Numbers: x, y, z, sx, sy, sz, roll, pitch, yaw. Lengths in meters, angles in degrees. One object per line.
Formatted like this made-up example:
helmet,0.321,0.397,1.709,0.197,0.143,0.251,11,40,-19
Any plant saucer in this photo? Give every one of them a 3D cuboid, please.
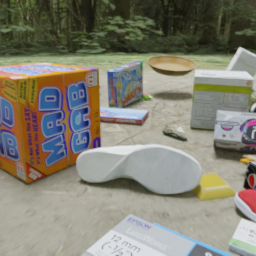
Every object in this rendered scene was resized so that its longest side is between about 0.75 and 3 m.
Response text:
plant saucer,1.837,1.277,6.349,0.869,0.211,0.869,-5,19,-13
plant saucer,2.415,-3.436,15.684,2.765,0.490,2.765,2,31,-1

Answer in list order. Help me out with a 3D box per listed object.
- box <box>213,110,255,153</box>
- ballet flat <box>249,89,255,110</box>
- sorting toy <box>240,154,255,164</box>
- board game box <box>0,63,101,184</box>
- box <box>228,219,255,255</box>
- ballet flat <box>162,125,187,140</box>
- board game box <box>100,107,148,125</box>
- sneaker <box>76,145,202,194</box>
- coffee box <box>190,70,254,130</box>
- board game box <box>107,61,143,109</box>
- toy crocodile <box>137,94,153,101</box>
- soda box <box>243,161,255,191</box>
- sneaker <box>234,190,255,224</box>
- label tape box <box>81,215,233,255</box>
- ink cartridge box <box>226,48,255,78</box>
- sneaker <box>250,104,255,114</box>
box,3.309,0.143,8.048,1.588,0.911,1.049,6,-16,18
ballet flat,5.728,-1.240,13.078,0.887,1.050,2.776,-26,6,19
sorting toy,3.761,0.876,7.267,2.082,0.284,1.172,-3,4,-18
board game box,-2.482,-0.385,7.716,2.459,2.461,2.460,15,24,37
box,2.084,1.873,4.687,0.581,0.146,0.805,12,21,33
ballet flat,1.595,0.110,9.477,1.024,0.386,0.347,18,2,44
board game box,-0.639,-0.531,11.622,2.758,0.268,1.420,5,18,15
sneaker,0.301,0.807,6.668,2.856,1.074,1.264,4,7,17
coffee box,3.437,-1.087,10.614,1.966,1.944,1.963,5,19,14
board game box,-0.076,-2.056,13.420,0.465,1.825,2.696,11,27,27
toy crocodile,0.782,-1.663,14.880,1.095,0.338,0.370,11,22,29
soda box,3.611,1.036,6.257,2.015,0.713,0.638,-6,22,-19
sneaker,2.985,1.233,4.699,0.843,1.331,2.367,-15,24,-38
label tape box,0.453,1.892,3.632,1.702,0.786,2.376,13,24,34
ink cartridge box,5.023,-2.319,13.079,1.074,2.550,1.844,28,24,7
sneaker,6.079,-0.682,11.299,2.091,0.739,1.037,-1,13,-15
